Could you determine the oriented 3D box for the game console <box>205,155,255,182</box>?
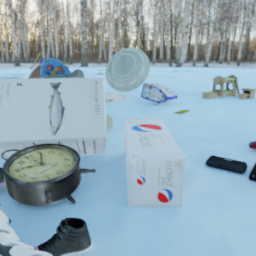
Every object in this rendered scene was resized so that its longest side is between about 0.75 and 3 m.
[{"bbox_3d":[2.486,0.844,6.059,1.544,0.186,0.911,11,19,32],"label":"game console"}]

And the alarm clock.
[{"bbox_3d":[-1.646,0.760,5.076,1.919,0.639,1.294,21,32,31],"label":"alarm clock"}]

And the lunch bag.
[{"bbox_3d":[1.554,-1.630,13.739,1.455,0.901,1.237,22,22,28],"label":"lunch bag"}]

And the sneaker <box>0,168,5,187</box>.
[{"bbox_3d":[-3.213,0.765,4.870,2.035,0.970,0.804,-2,13,-13],"label":"sneaker"}]

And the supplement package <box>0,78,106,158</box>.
[{"bbox_3d":[-1.777,-0.190,6.457,2.499,1.461,1.466,-3,-19,-7],"label":"supplement package"}]

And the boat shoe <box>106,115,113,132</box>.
[{"bbox_3d":[-1.164,-0.112,8.770,0.594,0.582,1.669,4,11,37],"label":"boat shoe"}]

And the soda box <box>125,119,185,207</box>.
[{"bbox_3d":[0.421,0.537,5.824,0.952,0.890,2.795,0,15,-1],"label":"soda box"}]

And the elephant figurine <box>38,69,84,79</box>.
[{"bbox_3d":[-2.420,-0.870,9.893,2.076,2.276,2.933,-48,22,-19],"label":"elephant figurine"}]

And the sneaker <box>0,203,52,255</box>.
[{"bbox_3d":[-1.638,1.379,2.572,2.893,0.961,1.309,15,18,38],"label":"sneaker"}]

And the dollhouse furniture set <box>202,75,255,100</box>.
[{"bbox_3d":[5.560,-2.209,15.337,2.188,1.216,1.935,-11,19,-35],"label":"dollhouse furniture set"}]

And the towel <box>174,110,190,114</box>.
[{"bbox_3d":[2.310,-0.695,11.951,0.349,0.073,0.811,13,20,38],"label":"towel"}]

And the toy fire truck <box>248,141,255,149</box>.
[{"bbox_3d":[3.692,0.364,7.223,1.162,0.651,0.975,-15,-3,-45],"label":"toy fire truck"}]

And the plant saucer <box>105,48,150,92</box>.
[{"bbox_3d":[-0.144,-3.173,14.759,2.537,2.537,0.637,6,-13,22],"label":"plant saucer"}]

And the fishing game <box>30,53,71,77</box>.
[{"bbox_3d":[-2.611,-1.907,10.100,1.256,1.755,0.273,-36,25,38],"label":"fishing game"}]

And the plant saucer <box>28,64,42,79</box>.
[{"bbox_3d":[-3.859,-1.937,12.510,0.381,2.081,2.081,19,21,19],"label":"plant saucer"}]

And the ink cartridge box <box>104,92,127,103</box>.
[{"bbox_3d":[-0.947,-1.615,14.805,1.339,0.299,1.179,-12,23,-39],"label":"ink cartridge box"}]

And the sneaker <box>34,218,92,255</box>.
[{"bbox_3d":[-0.919,1.391,3.470,0.952,0.472,0.337,-8,19,-24],"label":"sneaker"}]
